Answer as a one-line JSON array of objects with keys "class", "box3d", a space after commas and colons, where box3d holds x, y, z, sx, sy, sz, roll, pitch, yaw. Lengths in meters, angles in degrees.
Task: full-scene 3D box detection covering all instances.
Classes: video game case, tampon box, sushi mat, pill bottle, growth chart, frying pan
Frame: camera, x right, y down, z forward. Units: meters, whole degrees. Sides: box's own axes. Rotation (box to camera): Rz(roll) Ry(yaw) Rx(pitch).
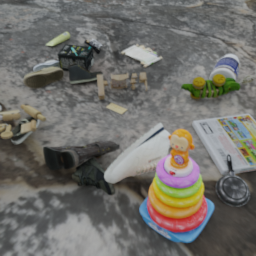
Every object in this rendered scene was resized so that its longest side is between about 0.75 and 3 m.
[{"class": "video game case", "box3d": [3.657, 0.460, 9.421, 2.227, 0.280, 2.447, -8, 40, -9]}, {"class": "tampon box", "box3d": [-2.451, -3.277, 13.265, 1.392, 0.879, 1.043, 8, 44, 10]}, {"class": "sushi mat", "box3d": [-0.461, -0.761, 11.007, 0.800, 0.048, 0.383, 25, 48, 26]}, {"class": "pill bottle", "box3d": [4.282, -2.478, 12.223, 1.059, 1.059, 1.908, 17, 44, 19]}, {"class": "growth chart", "box3d": [0.711, -3.770, 14.399, 1.524, 0.187, 2.105, -29, 48, -30]}, {"class": "frying pan", "box3d": [3.099, 1.502, 8.011, 0.942, 0.253, 1.557, 24, 60, 15]}]

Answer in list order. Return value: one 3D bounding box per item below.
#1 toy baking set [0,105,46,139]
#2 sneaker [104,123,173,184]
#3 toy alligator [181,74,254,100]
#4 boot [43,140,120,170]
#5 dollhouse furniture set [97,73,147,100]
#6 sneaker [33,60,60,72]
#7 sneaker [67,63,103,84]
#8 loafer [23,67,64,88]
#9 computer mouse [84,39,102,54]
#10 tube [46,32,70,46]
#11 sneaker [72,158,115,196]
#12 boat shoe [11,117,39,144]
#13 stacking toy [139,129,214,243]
[{"class": "toy baking set", "box3d": [-4.167, -0.339, 9.815, 1.964, 0.298, 2.559, -24, 37, -34]}, {"class": "sneaker", "box3d": [0.448, 0.844, 7.881, 2.626, 1.003, 1.057, -35, 86, -36]}, {"class": "toy alligator", "box3d": [3.611, -1.582, 11.081, 2.980, 0.988, 0.716, -8, 61, 1]}, {"class": "boot", "box3d": [-1.479, 0.764, 8.717, 2.038, 0.705, 1.774, 3, 13, 43]}, {"class": "dollhouse furniture set", "box3d": [-0.259, -1.678, 11.600, 1.977, 1.025, 0.875, -5, 81, -6]}, {"class": "sneaker", "box3d": [-3.857, -2.857, 13.185, 1.349, 0.493, 0.478, -23, 35, -36]}, {"class": "sneaker", "box3d": [-1.862, -2.475, 12.308, 1.533, 0.814, 0.573, -15, 23, -17]}, {"class": "loafer", "box3d": [-3.740, -2.238, 12.287, 1.810, 0.685, 0.618, -21, 40, -31]}, {"class": "computer mouse", "box3d": [-1.750, -4.251, 14.556, 0.948, 0.379, 1.729, 33, 19, -8]}, {"class": "tube", "box3d": [-3.881, -4.886, 15.604, 0.384, 0.430, 1.481, 48, 54, -4]}, {"class": "sneaker", "box3d": [-1.019, 1.513, 7.975, 0.882, 0.589, 1.540, -26, 44, -25]}, {"class": "boat shoe", "box3d": [-3.608, -0.043, 9.855, 0.504, 0.454, 1.425, 11, 42, 12]}, {"class": "stacking toy", "box3d": [1.183, 1.199, 6.569, 1.628, 2.805, 1.539, 25, 46, 32]}]
